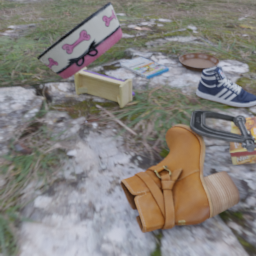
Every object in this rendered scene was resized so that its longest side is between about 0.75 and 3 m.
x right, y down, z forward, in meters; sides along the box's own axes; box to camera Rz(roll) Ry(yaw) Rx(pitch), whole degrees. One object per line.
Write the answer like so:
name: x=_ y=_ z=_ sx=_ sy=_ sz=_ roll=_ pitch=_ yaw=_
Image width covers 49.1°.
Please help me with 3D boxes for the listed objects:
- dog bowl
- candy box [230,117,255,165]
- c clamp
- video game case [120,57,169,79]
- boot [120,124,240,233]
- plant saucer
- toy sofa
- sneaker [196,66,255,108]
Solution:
dog bowl: x=-1.091 y=-2.046 z=6.842 sx=2.199 sy=0.811 sz=2.199 roll=-33 pitch=20 yaw=14
candy box: x=3.454 y=0.318 z=7.972 sx=0.973 sy=0.466 sz=1.685 roll=-10 pitch=29 yaw=27
c clamp: x=2.721 y=0.039 z=7.404 sx=2.228 sy=0.353 sz=2.608 roll=7 pitch=20 yaw=7
video game case: x=0.747 y=-2.804 z=12.960 sx=1.350 sy=0.168 sz=1.886 roll=-26 pitch=42 yaw=-33
boot: x=0.887 y=1.030 z=6.737 sx=2.278 sy=1.085 sz=2.945 roll=-14 pitch=34 yaw=-12
plant saucer: x=3.326 y=-3.070 z=13.212 sx=1.863 sy=0.321 sz=1.863 roll=1 pitch=35 yaw=-1
toy sofa: x=-0.866 y=-1.624 z=10.616 sx=2.213 sy=0.916 sz=1.080 roll=19 pitch=40 yaw=25
sneaker: x=3.658 y=-1.527 z=10.214 sx=2.221 sy=1.205 sz=0.778 roll=15 pitch=38 yaw=20
